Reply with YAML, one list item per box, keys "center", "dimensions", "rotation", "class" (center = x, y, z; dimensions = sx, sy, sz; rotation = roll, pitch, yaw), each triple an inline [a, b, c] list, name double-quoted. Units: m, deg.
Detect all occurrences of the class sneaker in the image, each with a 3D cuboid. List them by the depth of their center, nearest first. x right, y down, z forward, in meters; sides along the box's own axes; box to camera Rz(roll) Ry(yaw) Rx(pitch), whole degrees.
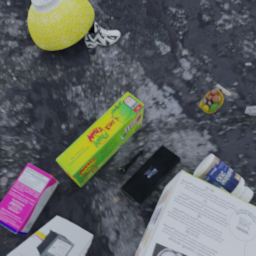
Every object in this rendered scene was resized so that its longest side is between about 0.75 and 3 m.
- center: [-0.968, -3.543, 10.414]
  dimensions: [1.371, 0.892, 0.547]
  rotation: [-10, 68, -5]
  class: "sneaker"

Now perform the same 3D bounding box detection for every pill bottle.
- center: [2.770, 1.577, 8.149]
  dimensions: [1.570, 0.871, 0.871]
  rotation: [40, 72, 8]
  class: "pill bottle"

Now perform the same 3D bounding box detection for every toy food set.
- center: [2.686, -0.890, 8.971]
  dimensions: [0.334, 1.021, 0.601]
  rotation: [-13, 58, -50]
  class: "toy food set"

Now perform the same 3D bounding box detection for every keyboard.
- center: [0.537, 1.275, 8.623]
  dimensions: [1.286, 0.208, 2.024]
  rotation: [38, 66, 23]
  class: "keyboard"

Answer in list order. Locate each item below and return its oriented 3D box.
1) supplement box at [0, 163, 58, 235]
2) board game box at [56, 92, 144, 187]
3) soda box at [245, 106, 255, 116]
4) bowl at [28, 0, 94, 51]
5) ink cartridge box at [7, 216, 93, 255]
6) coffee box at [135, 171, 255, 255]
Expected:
- center: [-2.876, 2.032, 8.000]
  dimensions: [0.893, 0.874, 1.728]
  rotation: [27, 68, 10]
  class: "supplement box"
- center: [-0.729, 0.376, 8.413]
  dimensions: [0.678, 1.447, 2.849]
  rotation: [39, 72, 16]
  class: "board game box"
- center: [4.157, -0.552, 9.083]
  dimensions: [0.259, 0.758, 0.240]
  rotation: [18, 86, -14]
  class: "soda box"
- center: [-2.655, -4.233, 10.100]
  dimensions: [2.551, 1.373, 2.551]
  rotation: [-8, 61, 15]
  class: "bowl"
- center: [-2.063, 3.473, 6.007]
  dimensions: [1.223, 2.856, 2.108]
  rotation: [27, 95, 7]
  class: "ink cartridge box"
- center: [1.734, 3.000, 6.376]
  dimensions: [2.840, 2.836, 2.809]
  rotation: [25, 74, 8]
  class: "coffee box"
